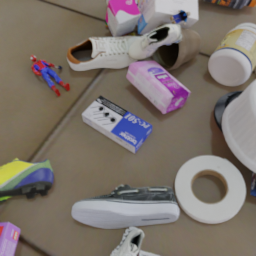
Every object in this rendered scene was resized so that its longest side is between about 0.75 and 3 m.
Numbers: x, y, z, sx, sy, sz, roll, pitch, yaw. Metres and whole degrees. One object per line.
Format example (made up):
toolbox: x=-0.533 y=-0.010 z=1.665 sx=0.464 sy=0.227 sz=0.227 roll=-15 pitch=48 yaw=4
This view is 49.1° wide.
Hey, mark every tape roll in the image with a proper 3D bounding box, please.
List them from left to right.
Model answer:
tape roll: x=2.186 y=1.621 z=7.570 sx=1.846 sy=0.337 sz=1.846 roll=-5 pitch=58 yaw=8

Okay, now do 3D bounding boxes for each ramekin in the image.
ramekin: x=4.090 y=-0.133 z=7.365 sx=2.809 sy=1.369 sz=2.809 roll=5 pitch=58 yaw=-7

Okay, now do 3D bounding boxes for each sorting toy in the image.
sorting toy: x=-0.276 y=-3.923 z=11.338 sx=0.697 sy=0.244 sz=1.445 roll=-31 pitch=62 yaw=-18

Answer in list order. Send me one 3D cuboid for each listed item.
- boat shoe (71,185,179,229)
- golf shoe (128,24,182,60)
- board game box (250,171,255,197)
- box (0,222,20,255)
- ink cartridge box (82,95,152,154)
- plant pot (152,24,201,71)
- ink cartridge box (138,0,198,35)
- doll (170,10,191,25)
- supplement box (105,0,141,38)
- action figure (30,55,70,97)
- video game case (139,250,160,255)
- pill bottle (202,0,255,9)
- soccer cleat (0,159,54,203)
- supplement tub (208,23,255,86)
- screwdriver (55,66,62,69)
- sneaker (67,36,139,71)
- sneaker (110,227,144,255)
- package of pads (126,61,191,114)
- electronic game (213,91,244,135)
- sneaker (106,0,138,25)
boat shoe: x=-0.068 y=1.977 z=7.279 sx=2.706 sy=0.975 sz=0.960 roll=3 pitch=45 yaw=-7
golf shoe: x=0.710 y=-2.847 z=9.103 sx=1.999 sy=0.972 sz=0.782 roll=-21 pitch=86 yaw=31
board game box: x=4.639 y=1.506 z=7.541 sx=2.421 sy=0.419 sz=1.640 roll=19 pitch=45 yaw=12
box: x=-3.725 y=3.592 z=5.948 sx=2.049 sy=0.585 sz=2.994 roll=-6 pitch=52 yaw=12
ink cartridge box: x=-0.354 y=-0.143 z=8.797 sx=2.047 sy=0.452 sz=0.962 roll=31 pitch=63 yaw=18
plant pot: x=1.836 y=-2.954 z=10.103 sx=1.381 sy=1.592 sz=1.592 roll=-15 pitch=57 yaw=-29
ink cartridge box: x=1.387 y=-4.949 z=10.328 sx=1.676 sy=1.721 sz=2.677 roll=2 pitch=81 yaw=-18
doll: x=1.765 y=-3.662 z=9.300 sx=0.770 sy=0.187 sz=0.526 roll=-31 pitch=98 yaw=-19
supplement box: x=-0.232 y=-4.010 z=10.135 sx=0.885 sy=1.713 sz=0.867 roll=-25 pitch=95 yaw=-6
action figure: x=-2.897 y=-1.975 z=9.972 sx=0.680 sy=0.537 sz=2.079 roll=-38 pitch=63 yaw=-18
video game case: x=0.794 y=3.808 z=6.370 sx=1.458 sy=0.288 sz=1.609 roll=11 pitch=58 yaw=7
pill bottle: x=4.346 y=-5.850 z=11.899 sx=2.400 sy=1.275 sz=1.275 roll=16 pitch=59 yaw=5
soccer cleat: x=-3.378 y=1.393 z=7.605 sx=2.671 sy=0.863 sz=1.117 roll=-5 pitch=56 yaw=-7
supplement tub: x=3.830 y=-2.580 z=9.767 sx=1.444 sy=1.444 sz=1.999 roll=29 pitch=61 yaw=17
screwdriver: x=-2.469 y=-2.159 z=9.892 sx=0.137 sy=0.983 sz=0.143 roll=9 pitch=96 yaw=-4
sneaker: x=-0.707 y=-2.669 z=9.826 sx=2.908 sy=1.231 sz=1.059 roll=-15 pitch=85 yaw=-4
sneaker: x=-0.050 y=3.002 z=6.671 sx=0.508 sy=0.548 sz=1.351 roll=37 pitch=62 yaw=-12
package of pads: x=0.967 y=-1.419 z=9.254 sx=1.191 sy=0.748 sz=1.976 roll=-21 pitch=58 yaw=-40
electronic game: x=4.035 y=-0.224 z=8.679 sx=2.750 sy=0.572 sz=2.750 roll=3 pitch=48 yaw=-3
sneaker: x=0.387 y=-5.315 z=11.844 sx=1.747 sy=0.961 sz=2.386 roll=-37 pitch=64 yaw=-25
